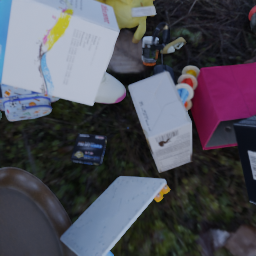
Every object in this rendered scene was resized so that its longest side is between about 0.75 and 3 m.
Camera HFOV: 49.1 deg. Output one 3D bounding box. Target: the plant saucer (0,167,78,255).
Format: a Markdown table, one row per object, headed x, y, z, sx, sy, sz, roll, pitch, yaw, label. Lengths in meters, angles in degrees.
| x | y | z | sx | sy | sz | roll | pitch | yaw | label |
| --- | --- | --- | --- | --- | --- | --- | --- | --- | --- |
| -1.797 | 2.095 | 5.249 | 0.464 | 2.891 | 2.891 | -32 | 64 | 4 | plant saucer |

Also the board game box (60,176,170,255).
| x | y | z | sx | sy | sz | roll | pitch | yaw | label |
| --- | --- | --- | --- | --- | --- | --- | --- | --- | --- |
| -0.331 | 1.833 | 5.872 | 2.041 | 2.042 | 0.264 | -44 | 104 | -26 | board game box |

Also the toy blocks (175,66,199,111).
| x | y | z | sx | sy | sz | roll | pitch | yaw | label |
| --- | --- | --- | --- | --- | --- | --- | --- | --- | --- |
| 1.480 | -0.818 | 7.545 | 0.529 | 1.213 | 1.456 | 18 | 45 | 13 | toy blocks |

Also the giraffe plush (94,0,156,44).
| x | y | z | sx | sy | sz | roll | pitch | yaw | label |
| --- | --- | --- | --- | --- | --- | --- | --- | --- | --- |
| -0.066 | -4.358 | 9.348 | 2.774 | 2.394 | 2.250 | 18 | 46 | 14 | giraffe plush |

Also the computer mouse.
| x | y | z | sx | sy | sz | roll | pitch | yaw | label |
| --- | --- | --- | --- | --- | --- | --- | --- | --- | --- |
| 0.998 | -1.810 | 7.655 | 0.695 | 0.404 | 2.373 | 0 | 81 | -10 | computer mouse |

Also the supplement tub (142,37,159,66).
| x | y | z | sx | sy | sz | roll | pitch | yaw | label |
| --- | --- | --- | --- | --- | --- | --- | --- | --- | --- |
| 0.689 | -2.412 | 8.811 | 0.501 | 0.817 | 0.501 | 2 | 32 | -1 | supplement tub |

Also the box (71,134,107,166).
| x | y | z | sx | sy | sz | roll | pitch | yaw | label |
| --- | --- | --- | --- | --- | --- | --- | --- | --- | --- |
| -1.036 | 0.569 | 7.503 | 0.816 | 0.203 | 0.810 | 6 | 62 | 10 | box |

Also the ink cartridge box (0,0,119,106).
| x | y | z | sx | sy | sz | roll | pitch | yaw | label |
| --- | --- | --- | --- | --- | --- | --- | --- | --- | --- |
| -1.763 | -2.016 | 6.296 | 2.591 | 1.892 | 1.901 | 13 | 33 | -18 | ink cartridge box |

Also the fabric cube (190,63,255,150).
| x | y | z | sx | sy | sz | roll | pitch | yaw | label |
| --- | --- | --- | --- | --- | --- | --- | --- | --- | --- |
| 2.686 | -0.542 | 7.387 | 1.603 | 1.573 | 1.598 | -7 | 60 | -4 | fabric cube |

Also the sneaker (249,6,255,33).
| x | y | z | sx | sy | sz | roll | pitch | yaw | label |
| --- | --- | --- | --- | --- | --- | --- | --- | --- | --- |
| 5.220 | -3.400 | 9.416 | 2.322 | 0.821 | 1.135 | 16 | 61 | 11 | sneaker |

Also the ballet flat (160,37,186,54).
| x | y | z | sx | sy | sz | roll | pitch | yaw | label |
| --- | --- | --- | --- | --- | --- | --- | --- | --- | --- |
| 1.509 | -2.691 | 9.274 | 0.949 | 0.326 | 0.299 | -36 | 67 | -11 | ballet flat |

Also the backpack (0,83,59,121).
| x | y | z | sx | sy | sz | roll | pitch | yaw | label |
| --- | --- | --- | --- | --- | --- | --- | --- | --- | --- |
| -2.692 | -0.954 | 7.586 | 1.713 | 1.799 | 1.386 | -20 | 94 | -20 | backpack |

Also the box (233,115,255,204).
| x | y | z | sx | sy | sz | roll | pitch | yaw | label |
| --- | --- | --- | --- | --- | --- | --- | --- | --- | --- |
| 3.353 | 0.515 | 5.678 | 1.810 | 1.141 | 1.842 | -20 | 102 | -17 | box |

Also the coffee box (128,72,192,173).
| x | y | z | sx | sy | sz | roll | pitch | yaw | label |
| --- | --- | --- | --- | --- | --- | --- | --- | --- | --- |
| 0.834 | -0.002 | 6.563 | 0.941 | 2.358 | 1.333 | -20 | 63 | 3 | coffee box |

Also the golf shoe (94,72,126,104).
| x | y | z | sx | sy | sz | roll | pitch | yaw | label |
| --- | --- | --- | --- | --- | --- | --- | --- | --- | --- |
| -1.248 | -1.597 | 8.195 | 2.609 | 1.194 | 0.983 | 27 | 63 | 11 | golf shoe |
